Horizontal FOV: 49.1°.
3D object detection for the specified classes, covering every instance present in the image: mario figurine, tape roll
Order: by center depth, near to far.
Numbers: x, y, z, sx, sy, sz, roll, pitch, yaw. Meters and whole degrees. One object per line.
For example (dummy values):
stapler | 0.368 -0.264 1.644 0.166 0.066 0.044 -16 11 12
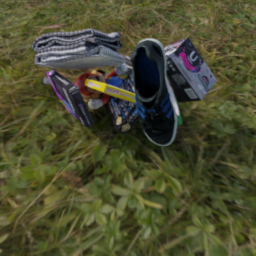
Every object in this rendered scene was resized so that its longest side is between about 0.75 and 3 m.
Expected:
tape roll | 1.164 -1.012 9.052 0.499 2.076 2.076 -20 45 17
mario figurine | -0.776 -1.681 11.367 2.789 1.478 1.722 6 49 4

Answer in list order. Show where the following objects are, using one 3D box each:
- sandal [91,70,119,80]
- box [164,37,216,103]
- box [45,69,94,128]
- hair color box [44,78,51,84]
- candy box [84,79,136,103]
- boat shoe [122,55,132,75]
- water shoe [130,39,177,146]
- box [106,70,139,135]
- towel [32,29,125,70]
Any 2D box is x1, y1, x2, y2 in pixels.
sandal | -1.282 -2.371 12.633 1.764 0.476 0.708 0 47 4
box | 1.967 -1.984 9.904 1.113 1.941 1.282 -50 23 -19
box | -2.185 -1.126 10.400 0.409 1.619 2.264 -35 41 -19
hair color box | -3.231 -2.043 12.232 0.789 0.239 0.390 1 7 -1
candy box | -0.613 -1.260 9.396 1.198 0.310 2.344 13 8 -25
boat shoe | 0.728 -2.406 11.823 2.556 0.855 0.728 23 68 8
water shoe | 0.531 -0.689 7.104 1.049 2.933 1.157 -4 25 22
box | 0.087 -1.089 10.379 0.497 1.986 2.000 26 24 -30
towel | -1.758 -2.933 10.467 2.785 1.192 2.306 -3 5 24
